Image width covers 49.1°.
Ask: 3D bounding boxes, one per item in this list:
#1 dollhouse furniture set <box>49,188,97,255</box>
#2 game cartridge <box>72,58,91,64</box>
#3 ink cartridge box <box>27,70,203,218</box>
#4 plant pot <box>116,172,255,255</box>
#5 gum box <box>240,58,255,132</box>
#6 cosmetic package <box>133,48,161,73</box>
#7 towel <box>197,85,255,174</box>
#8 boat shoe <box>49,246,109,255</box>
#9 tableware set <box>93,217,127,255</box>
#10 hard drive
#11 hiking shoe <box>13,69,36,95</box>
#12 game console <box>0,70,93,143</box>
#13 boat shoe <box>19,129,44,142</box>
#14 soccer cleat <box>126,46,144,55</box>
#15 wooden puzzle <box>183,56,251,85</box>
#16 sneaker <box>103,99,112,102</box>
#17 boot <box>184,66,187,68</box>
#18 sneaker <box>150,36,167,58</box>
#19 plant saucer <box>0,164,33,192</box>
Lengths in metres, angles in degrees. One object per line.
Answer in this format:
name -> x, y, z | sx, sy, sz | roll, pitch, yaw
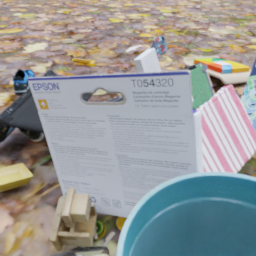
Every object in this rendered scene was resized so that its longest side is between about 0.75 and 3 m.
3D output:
dollhouse furniture set -> -1.445, 1.566, 3.800 | 1.476, 2.656, 2.349 | 2, 47, 4
game cartridge -> -2.026, -2.870, 12.092 | 0.700, 0.129, 0.794 | 5, 6, -21
ink cartridge box -> -0.136, 0.358, 4.839 | 2.752, 2.803, 0.607 | 3, 27, 24
plant pot -> 1.167, 2.274, 3.399 | 2.550, 2.396, 2.550 | 0, 34, 0
gum box -> 4.846, -0.752, 8.088 | 2.882, 2.448, 0.642 | 20, -3, 26
cosmetic package -> 0.796, -2.115, 10.436 | 0.352, 1.362, 1.027 | 6, 38, 41
towel -> 2.038, 0.272, 6.417 | 2.447, 1.791, 0.366 | -36, 11, -30
boat shoe -> -0.908, 2.373, 5.078 | 1.170, 0.428, 0.379 | 2, 24, -6
tableware set -> -0.260, 2.020, 5.688 | 1.493, 0.229, 1.006 | 20, 39, 27
hard drive -> 0.991, -0.130, 6.297 | 2.903, 2.028, 0.549 | -28, 13, -31
hiking shoe -> -4.140, -2.045, 11.246 | 0.674, 0.786, 1.813 | -3, 34, -5
game console -> -2.346, -0.378, 7.895 | 1.537, 2.322, 2.640 | 36, 39, -9
boat shoe -> -2.850, 0.140, 8.082 | 0.937, 0.332, 0.338 | 15, 71, 29
soccer cleat -> 0.352, -4.131, 14.755 | 1.053, 0.365, 0.409 | -25, 39, -28
wooden puzzle -> 4.059, -2.639, 12.156 | 2.396, 0.482, 2.590 | -10, 35, -29
sneaker -> -0.913, -0.157, 7.666 | 0.974, 1.106, 2.614 | 17, 21, 17
boot -> 2.945, -2.621, 12.647 | 0.801, 0.299, 0.388 | 28, 23, 37
sneaker -> 1.378, -4.175, 14.285 | 0.767, 0.923, 1.933 | 16, 37, 22
plant saucer -> -2.887, 1.215, 6.637 | 1.025, 0.248, 1.025 | -12, 18, -31
